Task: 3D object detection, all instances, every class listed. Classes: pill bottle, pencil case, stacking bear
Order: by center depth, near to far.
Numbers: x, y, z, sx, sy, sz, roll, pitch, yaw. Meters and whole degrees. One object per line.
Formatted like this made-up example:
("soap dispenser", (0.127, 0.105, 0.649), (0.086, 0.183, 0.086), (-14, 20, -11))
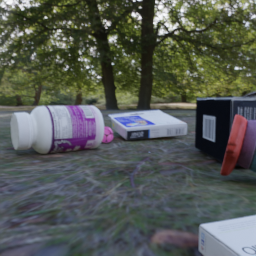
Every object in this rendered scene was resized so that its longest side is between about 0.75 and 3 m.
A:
("stacking bear", (2.712, 0.451, 4.885), (1.857, 1.056, 1.128), (14, -34, 20))
("pill bottle", (-2.069, 0.039, 8.259), (2.450, 1.375, 1.375), (-4, 7, -33))
("pencil case", (-0.888, 0.226, 10.432), (0.601, 0.582, 1.283), (-12, 3, -5))

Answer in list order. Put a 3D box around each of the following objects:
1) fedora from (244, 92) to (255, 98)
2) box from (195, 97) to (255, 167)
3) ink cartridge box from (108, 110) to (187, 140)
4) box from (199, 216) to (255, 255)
("fedora", (5.741, -0.471, 12.642), (2.580, 2.282, 1.165), (-21, 44, -7))
("box", (3.343, -0.002, 7.303), (2.529, 1.595, 2.573), (0, 5, -3))
("ink cartridge box", (0.706, -0.160, 11.852), (2.578, 0.613, 2.609), (-6, 14, -17))
("box", (1.548, 1.140, 2.160), (1.251, 0.315, 1.733), (-2, 7, -19))
